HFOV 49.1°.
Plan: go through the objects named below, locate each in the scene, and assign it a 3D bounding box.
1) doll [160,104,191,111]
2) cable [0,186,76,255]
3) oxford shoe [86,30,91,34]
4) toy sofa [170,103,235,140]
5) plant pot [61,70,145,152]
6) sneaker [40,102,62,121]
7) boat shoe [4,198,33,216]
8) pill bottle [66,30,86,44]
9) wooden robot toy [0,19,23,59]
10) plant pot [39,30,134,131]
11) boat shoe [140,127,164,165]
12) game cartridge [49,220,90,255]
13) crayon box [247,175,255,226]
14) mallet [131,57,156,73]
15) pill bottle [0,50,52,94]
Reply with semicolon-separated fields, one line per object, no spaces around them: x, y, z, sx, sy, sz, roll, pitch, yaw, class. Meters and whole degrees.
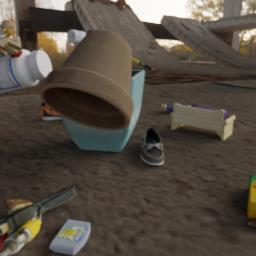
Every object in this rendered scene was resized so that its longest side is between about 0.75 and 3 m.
2.931;-1.154;16.672;1.870;0.453;1.276;1;7;-18;doll
-2.118;2.057;6.256;1.312;0.680;2.702;-24;-4;17;cable
-1.484;-3.451;11.757;0.445;1.247;0.445;-10;5;22;oxford shoe
3.356;-0.421;12.769;2.695;1.315;1.116;12;20;37;toy sofa
-0.937;-0.688;10.876;2.829;2.881;2.821;3;18;11;plant pot
-3.601;-1.121;15.164;2.235;1.252;0.867;-8;18;-24;sneaker
-2.506;1.767;6.425;0.370;0.347;1.028;-41;-10;-6;boat shoe
-2.563;-4.735;14.736;0.688;0.688;1.266;11;15;32;pill bottle
-3.647;-2.756;8.469;2.177;0.988;0.959;10;-16;43;wooden robot toy
-0.880;-1.409;7.712;2.511;2.190;2.511;14;-19;5;plant pot
0.851;0.618;10.330;0.813;0.693;2.433;0;17;-1;boat shoe
-1.150;2.250;5.828;0.606;0.184;0.909;7;18;11;game cartridge
3.568;1.797;6.795;1.191;0.476;1.876;7;18;21;crayon box
0.414;-3.026;13.182;1.839;0.606;0.379;34;-4;-6;mallet
-3.822;-1.918;9.500;2.265;1.271;1.271;-9;14;13;pill bottle
